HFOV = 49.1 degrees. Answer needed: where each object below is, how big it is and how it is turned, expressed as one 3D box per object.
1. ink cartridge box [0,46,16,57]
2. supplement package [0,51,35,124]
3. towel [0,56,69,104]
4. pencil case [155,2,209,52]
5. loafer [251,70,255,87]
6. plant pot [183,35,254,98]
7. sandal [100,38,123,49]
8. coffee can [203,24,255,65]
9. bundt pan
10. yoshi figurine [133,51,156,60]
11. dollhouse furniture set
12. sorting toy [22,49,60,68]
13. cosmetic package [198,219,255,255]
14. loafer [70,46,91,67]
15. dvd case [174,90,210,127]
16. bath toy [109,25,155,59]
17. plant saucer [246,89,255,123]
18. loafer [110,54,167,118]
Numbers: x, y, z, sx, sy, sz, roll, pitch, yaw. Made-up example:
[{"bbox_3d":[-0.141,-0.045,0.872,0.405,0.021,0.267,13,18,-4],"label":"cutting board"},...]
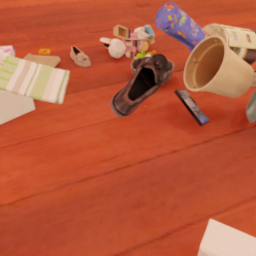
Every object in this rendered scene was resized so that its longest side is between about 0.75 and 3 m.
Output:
[{"bbox_3d":[-6.522,-3.039,12.250,2.760,0.609,2.811,-8,39,-10],"label":"ink cartridge box"},{"bbox_3d":[-4.770,-1.232,9.401,1.772,1.785,2.352,31,47,34],"label":"supplement package"},{"bbox_3d":[-2.307,-1.207,6.849,1.606,0.247,1.198,14,46,-13],"label":"towel"},{"bbox_3d":[1.940,-3.349,9.696,2.304,0.899,1.000,17,61,-43],"label":"pencil case"},{"bbox_3d":[4.684,-2.182,11.549,2.327,0.731,0.836,4,37,5],"label":"loafer"},{"bbox_3d":[2.931,-1.719,8.777,1.615,1.764,1.764,18,30,-26],"label":"plant pot"},{"bbox_3d":[-0.667,-4.222,14.525,1.792,0.514,0.687,-2,34,-39],"label":"sandal"},{"bbox_3d":[4.184,-3.391,11.733,2.243,1.642,1.642,-6,35,-32],"label":"coffee can"},{"bbox_3d":[1.012,-2.352,11.817,1.848,0.694,1.848,-1,37,0],"label":"bundt pan"},{"bbox_3d":[0.814,-3.314,13.196,1.109,0.621,0.623,-14,46,-14],"label":"yoshi figurine"},{"bbox_3d":[0.186,-3.432,11.078,1.089,1.216,1.534,7,10,25],"label":"dollhouse furniture set"},{"bbox_3d":[-4.061,-2.925,12.870,1.543,0.373,2.740,8,38,4],"label":"sorting toy"},{"bbox_3d":[2.570,2.692,4.729,2.804,1.157,0.710,18,40,23],"label":"cosmetic package"},{"bbox_3d":[-2.330,-3.407,13.343,0.609,0.533,1.694,-22,42,-26],"label":"loafer"},{"bbox_3d":[2.081,-0.676,9.075,1.389,0.122,0.991,55,29,11],"label":"dvd case"},{"bbox_3d":[0.116,-4.154,13.968,2.758,1.199,1.019,-33,15,-31],"label":"bath toy"},{"bbox_3d":[4.406,-1.357,8.888,0.347,2.529,2.529,29,44,13],"label":"plant saucer"},{"bbox_3d":[0.555,-1.430,8.628,1.016,0.890,2.827,43,60,-8],"label":"loafer"}]
